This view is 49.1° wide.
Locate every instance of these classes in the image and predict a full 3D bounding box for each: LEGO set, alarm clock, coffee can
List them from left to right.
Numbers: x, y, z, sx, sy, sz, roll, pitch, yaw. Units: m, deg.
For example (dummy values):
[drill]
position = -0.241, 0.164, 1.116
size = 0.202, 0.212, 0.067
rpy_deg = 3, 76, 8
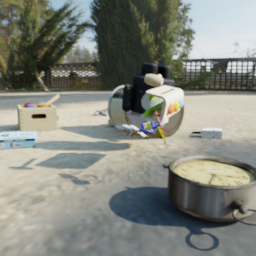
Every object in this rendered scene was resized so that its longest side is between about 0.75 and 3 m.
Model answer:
[LEGO set]
position = 0.197, 0.077, 9.903
size = 0.914, 0.300, 1.223
rpy_deg = 3, 22, -35
[coffee can]
position = 0.711, -0.784, 12.015
size = 1.993, 1.993, 2.723
rpy_deg = -10, 14, -43
[alarm clock]
position = 1.596, 1.131, 4.959
size = 1.648, 0.813, 2.443
rpy_deg = -1, 9, -9

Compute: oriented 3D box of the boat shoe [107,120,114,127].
[boat shoe]
position = 0.054, -0.491, 14.110
size = 2.360, 0.735, 0.881
rpy_deg = -23, 27, -28

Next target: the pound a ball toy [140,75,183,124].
[pound a ball toy]
position = 0.991, -0.818, 7.366
size = 0.770, 1.182, 1.813
rpy_deg = 19, 21, 21

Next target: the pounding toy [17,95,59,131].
[pounding toy]
position = -4.122, -0.742, 13.273
size = 2.079, 1.478, 1.914
rpy_deg = -5, 12, -24

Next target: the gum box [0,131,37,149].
[gum box]
position = -4.013, 0.410, 10.155
size = 1.311, 0.344, 1.543
rpy_deg = -3, 11, -16

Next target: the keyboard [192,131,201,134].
[keyboard]
position = 3.237, 0.213, 11.934
size = 0.929, 0.096, 0.590
rpy_deg = 0, 4, 2

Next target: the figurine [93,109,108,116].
[figurine]
position = -1.724, -0.932, 17.578
size = 0.894, 0.395, 0.917
rpy_deg = -8, 11, 3

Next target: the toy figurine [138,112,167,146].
[toy figurine]
position = 0.511, 0.078, 6.339
size = 0.535, 0.471, 0.892
rpy_deg = -18, 40, 8

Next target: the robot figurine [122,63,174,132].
[robot figurine]
position = 0.775, -0.975, 9.231
size = 1.679, 2.235, 1.394
rpy_deg = 12, 13, 15

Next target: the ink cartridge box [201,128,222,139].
[ink cartridge box]
position = 3.354, 0.209, 11.286
size = 0.790, 0.327, 0.579
rpy_deg = 2, 11, 10
